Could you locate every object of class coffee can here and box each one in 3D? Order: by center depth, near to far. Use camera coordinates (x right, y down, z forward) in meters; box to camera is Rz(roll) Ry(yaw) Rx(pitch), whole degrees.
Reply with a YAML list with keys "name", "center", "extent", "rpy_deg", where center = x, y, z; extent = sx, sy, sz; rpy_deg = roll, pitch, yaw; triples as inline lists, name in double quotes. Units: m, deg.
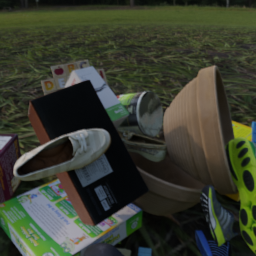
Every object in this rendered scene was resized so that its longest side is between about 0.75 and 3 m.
- name: "coffee can"
  center: [-0.041, -0.344, 8.153]
  extent: [1.732, 1.268, 1.268]
  rpy_deg: [-3, 21, 36]

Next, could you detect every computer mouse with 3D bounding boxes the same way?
- name: "computer mouse"
  center: [0.210, 2.914, 4.899]
  extent: [2.706, 0.461, 0.793]
  rpy_deg: [28, 22, 30]

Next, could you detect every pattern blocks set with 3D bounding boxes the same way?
- name: "pattern blocks set"
  center: [-0.589, 2.948, 6.052]
  extent: [2.135, 0.173, 1.877]
  rpy_deg: [8, 24, 15]

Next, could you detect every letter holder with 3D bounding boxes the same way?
- name: "letter holder"
  center: [-1.069, 0.640, 6.321]
  extent: [1.346, 2.677, 1.903]
  rpy_deg: [-26, -4, -28]

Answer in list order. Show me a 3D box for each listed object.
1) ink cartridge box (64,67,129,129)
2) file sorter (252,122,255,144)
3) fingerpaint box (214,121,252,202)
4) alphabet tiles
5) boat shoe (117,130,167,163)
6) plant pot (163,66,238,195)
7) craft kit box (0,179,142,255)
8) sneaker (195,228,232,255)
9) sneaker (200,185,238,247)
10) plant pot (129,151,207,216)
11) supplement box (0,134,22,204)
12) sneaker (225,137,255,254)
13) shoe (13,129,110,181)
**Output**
- name: "ink cartridge box"
  center: [-0.929, -0.587, 7.335]
  extent: [0.698, 1.209, 1.655]
  rpy_deg: [-28, 77, -43]
- name: "file sorter"
  center: [3.920, 0.411, 7.578]
  extent: [0.818, 1.179, 0.723]
  rpy_deg: [8, -12, -10]
- name: "fingerpaint box"
  center: [3.242, 0.861, 9.026]
  extent: [2.647, 0.971, 2.208]
  rpy_deg: [-27, 38, -36]
- name: "alphabet tiles"
  center: [-1.644, -1.018, 9.504]
  extent: [2.189, 2.631, 0.083]
  rpy_deg: [-15, -11, -16]
- name: "boat shoe"
  center: [0.218, 0.328, 6.920]
  extent: [1.577, 0.494, 0.578]
  rpy_deg: [19, 31, 13]
- name: "plant pot"
  center: [1.747, 0.114, 6.815]
  extent: [1.376, 2.980, 2.980]
  rpy_deg: [-9, 22, 25]
- name: "craft kit box"
  center: [-1.459, 2.176, 6.891]
  extent: [2.587, 0.636, 2.620]
  rpy_deg: [-16, 28, -41]
- name: "sneaker"
  center: [1.988, 2.789, 5.984]
  extent: [0.653, 0.588, 1.676]
  rpy_deg: [-10, 27, -2]
- name: "sneaker"
  center: [1.821, 1.711, 5.636]
  extent: [0.513, 1.268, 0.468]
  rpy_deg: [-18, 11, -5]
- name: "plant pot"
  center: [0.808, 1.418, 7.471]
  extent: [2.729, 1.260, 2.729]
  rpy_deg: [18, 16, -5]
- name: "supplement box"
  center: [-3.942, 1.452, 7.520]
  extent: [1.185, 1.527, 2.767]
  rpy_deg: [2, 28, 3]
- name: "sneaker"
  center: [2.794, 1.397, 5.749]
  extent: [1.065, 0.944, 2.549]
  rpy_deg: [3, 68, -27]
- name: "shoe"
  center: [-1.135, 0.484, 4.987]
  extent: [1.818, 0.636, 0.485]
  rpy_deg: [-23, -7, -14]
